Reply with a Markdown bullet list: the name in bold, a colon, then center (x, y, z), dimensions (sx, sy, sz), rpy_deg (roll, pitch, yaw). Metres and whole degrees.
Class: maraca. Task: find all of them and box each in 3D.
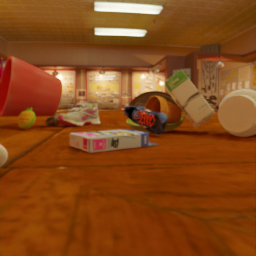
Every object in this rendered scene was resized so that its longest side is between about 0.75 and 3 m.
- **maraca**: center (-4.404, -0.435, 12.121), dimensions (0.841, 0.656, 1.227), rpy_deg (-31, 43, 1)

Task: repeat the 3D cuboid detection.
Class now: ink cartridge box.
- **ink cartridge box**: center (2.387, -1.080, 11.006), dimensions (0.857, 2.039, 1.488), rpy_deg (-36, -13, 7)
- **ink cartridge box**: center (-0.365, 0.303, 7.442), dimensions (2.062, 0.433, 1.231), rpy_deg (-1, 5, -33)

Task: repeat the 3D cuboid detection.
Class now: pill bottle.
- **pill bottle**: center (4.205, -0.544, 9.992), dimensions (1.638, 1.638, 2.959), rpy_deg (3, 6, 33)

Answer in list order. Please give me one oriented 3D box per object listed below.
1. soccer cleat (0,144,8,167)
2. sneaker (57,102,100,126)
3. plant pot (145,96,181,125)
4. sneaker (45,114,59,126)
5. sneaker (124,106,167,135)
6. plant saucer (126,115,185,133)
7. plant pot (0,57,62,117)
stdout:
- **soccer cleat**: center (-2.983, 0.467, 4.167), dimensions (2.158, 0.741, 0.919), rpy_deg (7, 27, -12)
- **sneaker**: center (-2.559, -0.749, 14.543), dimensions (1.139, 1.235, 2.799), rpy_deg (3, 6, 30)
- **plant pot**: center (1.415, -0.558, 11.037), dimensions (1.146, 1.251, 1.251), rpy_deg (7, 1, -27)
- **sneaker**: center (-3.942, -0.419, 14.599), dimensions (0.636, 0.593, 1.683), rpy_deg (-5, 5, -10)
- **sneaker**: center (0.564, -0.316, 10.064), dimensions (0.859, 0.825, 2.191), rpy_deg (13, 5, -35)
- **plant saucer**: center (1.134, -0.204, 11.544), dimensions (2.393, 0.372, 2.393), rpy_deg (-4, 14, 1)
- **plant pot**: center (-4.728, -1.733, 13.584), dimensions (2.488, 2.812, 2.812), rpy_deg (10, -2, -34)
